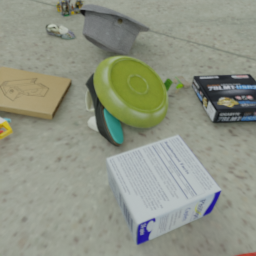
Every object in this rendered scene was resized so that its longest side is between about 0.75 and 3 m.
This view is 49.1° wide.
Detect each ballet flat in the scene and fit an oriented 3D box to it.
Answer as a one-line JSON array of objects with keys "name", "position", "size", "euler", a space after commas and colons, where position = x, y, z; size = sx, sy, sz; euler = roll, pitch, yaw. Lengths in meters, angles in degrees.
[{"name": "ballet flat", "position": [-0.825, -0.516, 8.818], "size": [0.914, 0.909, 2.672], "euler": [-26, 62, 26]}, {"name": "ballet flat", "position": [-3.281, -4.610, 13.300], "size": [1.567, 0.564, 0.564], "euler": [17, 47, 16]}]

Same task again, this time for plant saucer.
[{"name": "plant saucer", "position": [0.247, -1.311, 9.072], "size": [2.774, 0.431, 2.774], "euler": [16, 55, -24]}]

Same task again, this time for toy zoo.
[{"name": "toy zoo", "position": [-4.155, 0.105, 8.334], "size": [0.952, 0.148, 1.451], "euler": [35, 51, 25]}]

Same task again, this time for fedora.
[{"name": "fedora", "position": [-0.699, -3.894, 11.594], "size": [2.971, 1.341, 2.627], "euler": [13, 9, -36]}]

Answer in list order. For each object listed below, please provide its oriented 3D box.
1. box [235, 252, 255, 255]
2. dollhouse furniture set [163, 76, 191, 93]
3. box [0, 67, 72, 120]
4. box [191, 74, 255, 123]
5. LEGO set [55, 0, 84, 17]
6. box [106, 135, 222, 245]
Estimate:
[{"name": "box", "position": [2.082, 3.000, 5.402], "size": [1.616, 0.771, 0.806], "euler": [-7, 45, -7]}, {"name": "dollhouse furniture set", "position": [1.762, -1.578, 10.382], "size": [1.149, 0.444, 0.574], "euler": [-13, 54, -45]}, {"name": "box", "position": [-3.600, -1.275, 9.815], "size": [2.704, 0.288, 2.210], "euler": [11, 42, 1]}, {"name": "box", "position": [3.580, -1.066, 9.583], "size": [2.229, 0.554, 2.213], "euler": [-2, 42, -8]}, {"name": "LEGO set", "position": [-3.169, -6.772, 15.203], "size": [1.649, 0.955, 1.268], "euler": [-10, 45, -10]}, {"name": "box", "position": [0.758, 1.408, 6.784], "size": [2.079, 1.091, 1.912], "euler": [-17, 46, -15]}]
